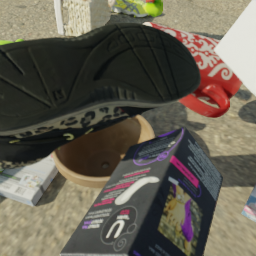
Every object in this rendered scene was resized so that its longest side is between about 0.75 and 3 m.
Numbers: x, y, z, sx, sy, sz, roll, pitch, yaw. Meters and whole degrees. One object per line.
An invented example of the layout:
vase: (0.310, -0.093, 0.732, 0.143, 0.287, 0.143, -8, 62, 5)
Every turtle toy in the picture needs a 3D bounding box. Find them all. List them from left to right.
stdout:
turtle toy: (0.634, -3.826, 7.775, 0.762, 1.508, 1.099, -32, 44, 9)

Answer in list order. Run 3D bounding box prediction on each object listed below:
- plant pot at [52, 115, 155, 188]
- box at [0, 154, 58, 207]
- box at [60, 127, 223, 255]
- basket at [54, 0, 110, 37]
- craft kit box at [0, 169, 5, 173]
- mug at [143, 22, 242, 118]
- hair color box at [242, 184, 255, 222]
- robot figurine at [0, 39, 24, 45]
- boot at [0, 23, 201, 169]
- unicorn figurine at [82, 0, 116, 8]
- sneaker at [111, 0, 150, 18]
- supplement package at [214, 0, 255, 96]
plant pot: (-0.555, 0.593, 6.652, 2.345, 1.082, 2.345, -1, 44, 1)
box: (-2.354, 1.078, 6.713, 1.098, 0.290, 1.408, 13, 46, 14)
box: (0.279, 1.019, 3.412, 1.128, 0.979, 1.845, -24, 22, 43)
basket: (-1.894, -5.287, 12.379, 1.584, 1.741, 2.568, 14, 45, 11)
craft kit box: (-4.102, 0.855, 6.647, 2.066, 0.501, 2.041, 24, 48, 31)
mug: (1.281, -1.303, 5.926, 2.182, 1.456, 1.937, 10, 26, -23)
hair color box: (3.727, 1.159, 6.257, 1.309, 0.792, 2.617, 29, 51, 27)
robot figurine: (-2.639, -0.870, 5.878, 2.105, 1.388, 2.400, -14, 41, 20)
boot: (-0.682, -0.323, 3.930, 2.995, 2.262, 1.081, -16, 80, -32)
unicorn figurine: (-0.794, -5.007, 9.276, 2.509, 1.723, 0.926, 4, 53, -1)
sneaker: (0.206, -6.069, 13.817, 2.280, 0.871, 0.859, 15, 44, 14)
supplement package: (2.796, -1.122, 4.369, 1.863, 1.370, 1.782, -5, 52, -38)
